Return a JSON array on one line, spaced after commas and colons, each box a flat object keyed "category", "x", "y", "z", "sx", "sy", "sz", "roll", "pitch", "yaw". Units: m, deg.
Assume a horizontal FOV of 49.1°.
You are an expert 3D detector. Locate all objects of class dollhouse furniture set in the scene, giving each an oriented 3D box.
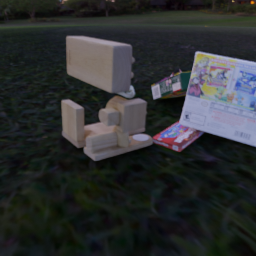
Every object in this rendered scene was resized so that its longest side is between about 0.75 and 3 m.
[{"category": "dollhouse furniture set", "x": -0.174, "y": -0.818, "z": 6.938, "sx": 2.162, "sy": 2.654, "sz": 2.524, "roll": -13, "pitch": 26, "yaw": -34}]

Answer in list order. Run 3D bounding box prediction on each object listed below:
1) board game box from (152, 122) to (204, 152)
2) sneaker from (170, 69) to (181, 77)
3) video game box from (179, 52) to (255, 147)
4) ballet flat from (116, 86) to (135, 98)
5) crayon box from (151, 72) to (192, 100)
[{"category": "board game box", "x": 1.496, "y": 0.175, "z": 7.934, "sx": 0.860, "sy": 0.162, "sz": 1.671, "roll": 19, "pitch": 31, "yaw": 34}, {"category": "sneaker", "x": 1.884, "y": -2.036, "z": 11.683, "sx": 0.303, "sy": 0.908, "sz": 0.487, "roll": 43, "pitch": 17, "yaw": 17}, {"category": "video game box", "x": 2.691, "y": -0.786, "z": 7.459, "sx": 2.252, "sy": 2.052, "sz": 0.527, "roll": 18, "pitch": 22, "yaw": 20}, {"category": "ballet flat", "x": -0.097, "y": -1.446, "z": 10.625, "sx": 0.500, "sy": 0.500, "sz": 1.439, "roll": 22, "pitch": 8, "yaw": 39}, {"category": "crayon box", "x": 2.143, "y": -1.547, "z": 10.151, "sx": 1.853, "sy": 0.626, "sz": 2.148, "roll": -9, "pitch": 0, "yaw": -20}]
